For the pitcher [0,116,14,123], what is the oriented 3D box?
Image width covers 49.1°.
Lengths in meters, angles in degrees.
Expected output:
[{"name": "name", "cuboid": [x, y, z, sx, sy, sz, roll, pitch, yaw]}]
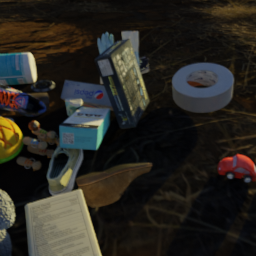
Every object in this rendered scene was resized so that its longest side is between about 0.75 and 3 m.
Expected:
[{"name": "pitcher", "cuboid": [-4.880, -0.081, 10.423, 1.195, 0.845, 1.393, -3, 23, -23]}]

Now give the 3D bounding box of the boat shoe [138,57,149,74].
[{"name": "boat shoe", "cuboid": [0.430, -3.188, 14.707, 0.648, 0.805, 1.736, 28, 44, 34]}]

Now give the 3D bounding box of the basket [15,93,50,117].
[{"name": "basket", "cuboid": [-3.992, -0.998, 11.549, 1.360, 0.925, 1.226, -9, 9, -20]}]

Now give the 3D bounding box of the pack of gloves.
[{"name": "pack of gloves", "cuboid": [-0.494, -3.482, 13.898, 2.055, 2.447, 0.483, -7, 15, -16]}]

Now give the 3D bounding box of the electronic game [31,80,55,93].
[{"name": "electronic game", "cuboid": [-4.115, -2.012, 13.543, 1.127, 0.234, 1.127, 1, 39, -1]}]

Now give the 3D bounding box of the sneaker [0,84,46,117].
[{"name": "sneaker", "cuboid": [-4.051, -1.006, 9.975, 1.027, 0.986, 2.618, 5, -3, 39]}]

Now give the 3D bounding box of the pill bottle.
[{"name": "pill bottle", "cuboid": [-5.972, -2.827, 13.612, 2.688, 1.489, 1.489, -5, 36, -9]}]

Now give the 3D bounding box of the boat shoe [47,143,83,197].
[{"name": "boat shoe", "cuboid": [-1.948, 0.991, 8.750, 0.918, 0.791, 2.550, -5, 36, -1]}]

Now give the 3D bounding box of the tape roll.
[{"name": "tape roll", "cuboid": [3.234, -1.808, 12.279, 2.578, 0.852, 2.578, -7, 43, 6]}]

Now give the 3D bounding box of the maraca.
[{"name": "maraca", "cuboid": [-4.244, 0.513, 8.515, 1.664, 1.299, 2.428, 30, 34, -1]}]

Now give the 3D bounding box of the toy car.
[{"name": "toy car", "cuboid": [4.589, 1.229, 8.637, 2.655, 0.629, 2.821, -27, 44, -33]}]

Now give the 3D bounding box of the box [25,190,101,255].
[{"name": "box", "cuboid": [-1.248, 2.861, 5.839, 1.414, 1.158, 2.979, -13, 37, -14]}]

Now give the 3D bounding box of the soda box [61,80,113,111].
[{"name": "soda box", "cuboid": [-1.515, -1.343, 11.820, 2.489, 0.789, 0.850, 10, 81, 15]}]

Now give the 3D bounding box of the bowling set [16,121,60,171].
[{"name": "bowling set", "cuboid": [-2.864, 0.455, 9.229, 0.954, 1.236, 1.777, 17, 42, 5]}]

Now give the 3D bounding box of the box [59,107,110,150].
[{"name": "box", "cuboid": [-1.374, -0.084, 9.633, 1.171, 0.699, 2.845, 4, 17, 3]}]

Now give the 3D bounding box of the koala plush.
[{"name": "koala plush", "cuboid": [-2.975, 2.932, 5.478, 2.178, 2.257, 2.456, -22, 62, -28]}]

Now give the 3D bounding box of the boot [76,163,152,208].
[{"name": "boot", "cuboid": [-0.286, 1.553, 8.035, 2.390, 0.902, 0.880, -13, -2, -30]}]

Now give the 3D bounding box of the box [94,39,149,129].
[{"name": "box", "cuboid": [-0.116, -1.730, 10.818, 0.725, 2.841, 2.241, -7, 29, 25]}]

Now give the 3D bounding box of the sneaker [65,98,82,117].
[{"name": "sneaker", "cuboid": [-2.056, -0.723, 10.840, 0.478, 0.766, 1.299, -13, 16, -26]}]
